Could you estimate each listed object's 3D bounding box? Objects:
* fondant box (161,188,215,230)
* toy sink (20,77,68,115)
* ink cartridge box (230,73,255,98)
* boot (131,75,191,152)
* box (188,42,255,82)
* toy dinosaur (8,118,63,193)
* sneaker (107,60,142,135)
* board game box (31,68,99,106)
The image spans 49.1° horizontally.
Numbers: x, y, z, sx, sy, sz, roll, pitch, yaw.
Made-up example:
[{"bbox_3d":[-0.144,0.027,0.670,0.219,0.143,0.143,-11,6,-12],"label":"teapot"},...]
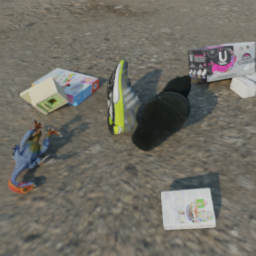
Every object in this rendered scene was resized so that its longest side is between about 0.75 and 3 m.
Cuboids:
[{"bbox_3d":[1.340,1.838,6.345,1.115,0.325,0.805,-7,52,11],"label":"fondant box"},{"bbox_3d":[-2.859,-0.993,9.575,1.293,0.843,0.725,-26,66,5],"label":"toy sink"},{"bbox_3d":[4.803,-1.680,11.020,1.196,0.504,0.865,-14,40,-17],"label":"ink cartridge box"},{"bbox_3d":[1.224,-0.706,8.056,1.042,2.817,2.308,36,57,2],"label":"boot"},{"bbox_3d":[3.759,-2.704,11.337,2.233,1.281,1.476,-13,16,-15],"label":"box"},{"bbox_3d":[-2.630,0.829,7.696,1.136,2.163,1.963,31,69,-14],"label":"toy dinosaur"},{"bbox_3d":[-0.097,-0.996,9.268,1.063,0.970,2.625,6,74,-21],"label":"sneaker"},{"bbox_3d":[-2.449,-1.663,11.067,2.082,0.420,1.593,18,41,22],"label":"board game box"}]
